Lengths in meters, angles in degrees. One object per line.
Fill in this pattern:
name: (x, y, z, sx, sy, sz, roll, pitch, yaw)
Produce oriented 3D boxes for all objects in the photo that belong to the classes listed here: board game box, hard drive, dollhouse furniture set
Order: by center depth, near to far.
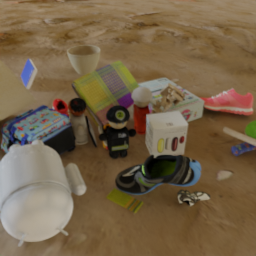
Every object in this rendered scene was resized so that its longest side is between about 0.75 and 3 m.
dollhouse furniture set: (1.574, -0.948, 10.234, 0.813, 1.148, 1.250, 35, 38, -15)
board game box: (1.577, -1.141, 11.952, 1.950, 0.850, 2.643, -18, 38, -24)
hard drive: (-5.021, -2.739, 14.117, 0.203, 1.058, 1.604, 18, 19, -37)

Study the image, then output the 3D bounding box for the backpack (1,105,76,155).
backpack: (-3.201, 0.180, 9.445, 2.277, 1.532, 2.079, 25, 42, 34)

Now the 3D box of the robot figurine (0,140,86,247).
robot figurine: (-2.392, 1.589, 7.152, 2.493, 1.660, 2.940, -16, 43, -16)

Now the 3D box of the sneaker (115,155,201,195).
sneaker: (0.626, 1.168, 7.635, 2.670, 1.106, 0.946, -19, 46, 40)

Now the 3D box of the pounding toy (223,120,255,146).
pounding toy: (5.032, -0.033, 9.378, 2.849, 1.322, 2.199, -4, 30, -30)

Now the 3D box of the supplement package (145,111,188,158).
supplement package: (1.278, 0.228, 9.600, 1.192, 1.246, 0.917, -7, 35, -9)

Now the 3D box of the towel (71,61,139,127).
towel: (-0.702, -1.376, 10.509, 2.627, 0.299, 1.887, -38, 94, -37)

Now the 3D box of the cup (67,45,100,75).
cup: (-2.350, -3.613, 15.175, 1.744, 1.247, 1.744, 0, 35, 0)

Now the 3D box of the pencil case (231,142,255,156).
pencil case: (4.014, 0.692, 9.707, 0.925, 0.402, 0.361, -15, 66, -19)

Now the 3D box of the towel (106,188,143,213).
towel: (-0.106, 2.053, 7.971, 1.009, 0.091, 0.434, 20, 38, 27)

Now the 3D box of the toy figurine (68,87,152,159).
toy figurine: (-0.645, -0.501, 10.078, 2.662, 1.881, 2.704, 19, 39, 25)

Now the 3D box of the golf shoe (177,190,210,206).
golf shoe: (1.850, 2.013, 7.885, 0.922, 0.358, 0.436, 3, 55, 4)

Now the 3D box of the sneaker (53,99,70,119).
sneaker: (-2.773, -0.887, 11.642, 0.657, 0.725, 1.707, -16, 36, -17)

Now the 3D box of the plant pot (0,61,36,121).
plant pot: (-5.411, -1.179, 9.757, 2.698, 2.389, 2.695, -11, 20, 45)

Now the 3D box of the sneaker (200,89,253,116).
sneaker: (4.027, -1.176, 11.698, 2.333, 1.012, 0.860, 9, 14, 8)

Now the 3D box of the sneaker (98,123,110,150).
sneaker: (-0.709, 0.048, 10.335, 0.673, 0.710, 1.729, -9, 35, -13)

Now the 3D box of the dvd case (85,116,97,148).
dvd case: (-1.356, 0.123, 10.194, 0.093, 0.755, 1.059, -19, 37, -2)
